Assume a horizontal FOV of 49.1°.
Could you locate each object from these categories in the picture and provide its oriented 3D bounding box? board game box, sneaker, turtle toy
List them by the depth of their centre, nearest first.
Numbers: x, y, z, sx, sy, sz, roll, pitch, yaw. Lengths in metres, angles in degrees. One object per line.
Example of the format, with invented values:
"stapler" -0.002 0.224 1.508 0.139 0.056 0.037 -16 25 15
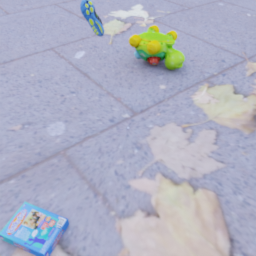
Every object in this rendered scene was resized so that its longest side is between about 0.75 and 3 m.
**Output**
"board game box" -2.332 2.539 7.012 1.355 0.305 1.030 16 44 17
"sneaker" -1.265 -3.879 9.911 0.498 1.404 0.582 -26 11 5
"turtle toy" 1.408 -3.659 13.119 2.779 1.404 2.025 29 48 28
